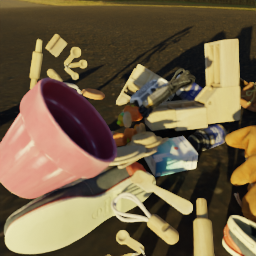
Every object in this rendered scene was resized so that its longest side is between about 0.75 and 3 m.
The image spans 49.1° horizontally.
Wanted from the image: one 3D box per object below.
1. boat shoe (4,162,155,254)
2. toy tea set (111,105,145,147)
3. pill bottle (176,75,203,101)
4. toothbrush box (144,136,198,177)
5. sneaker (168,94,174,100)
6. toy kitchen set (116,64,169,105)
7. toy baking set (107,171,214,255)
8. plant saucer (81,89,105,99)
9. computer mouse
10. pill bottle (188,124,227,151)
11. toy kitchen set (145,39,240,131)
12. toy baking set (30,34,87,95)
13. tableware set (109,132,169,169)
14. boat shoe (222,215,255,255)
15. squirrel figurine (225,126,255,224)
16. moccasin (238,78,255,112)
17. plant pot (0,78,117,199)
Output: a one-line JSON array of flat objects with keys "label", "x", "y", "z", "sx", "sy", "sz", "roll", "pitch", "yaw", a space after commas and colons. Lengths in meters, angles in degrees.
[{"label": "boat shoe", "x": -0.789, "y": 1.217, "z": 4.929, "sx": 2.788, "sy": 0.992, "sz": 0.872, "roll": -17, "pitch": 38, "yaw": -35}, {"label": "toy tea set", "x": -0.096, "y": -0.047, "z": 7.079, "sx": 0.557, "sy": 0.895, "sz": 1.505, "roll": 1, "pitch": 13, "yaw": 28}, {"label": "pill bottle", "x": 2.029, "y": -1.231, "z": 9.374, "sx": 1.154, "sy": 0.668, "sz": 0.668, "roll": 34, "pitch": 32, "yaw": -2}, {"label": "toothbrush box", "x": 0.975, "y": 0.647, "z": 6.518, "sx": 1.035, "sy": 0.441, "sz": 0.758, "roll": -8, "pitch": 34, "yaw": -14}, {"label": "sneaker", "x": 1.075, "y": -1.208, "z": 9.936, "sx": 1.190, "sy": 0.455, "sz": 0.479, "roll": 3, "pitch": 63, "yaw": 40}, {"label": "toy kitchen set", "x": 0.505, "y": -1.075, "z": 9.412, "sx": 1.396, "sy": 1.262, "sz": 1.547, "roll": 30, "pitch": -6, "yaw": -2}, {"label": "toy baking set", "x": 0.411, "y": 1.547, "z": 4.109, "sx": 1.658, "sy": 0.251, "sz": 2.161, "roll": -3, "pitch": 52, "yaw": 22}, {"label": "plant saucer", "x": -1.183, "y": -1.178, "z": 9.541, "sx": 0.796, "sy": 0.128, "sz": 0.796, "roll": 14, "pitch": 23, "yaw": -6}, {"label": "computer mouse", "x": 0.622, "y": -0.735, "z": 6.432, "sx": 1.266, "sy": 0.506, "sz": 2.308, "roll": -43, "pitch": 11, "yaw": -2}, {"label": "pill bottle", "x": 2.022, "y": 0.265, "z": 7.172, "sx": 0.973, "sy": 0.544, "sz": 0.544, "roll": -17, "pitch": 33, "yaw": -29}, {"label": "toy kitchen set", "x": 1.527, "y": -1.189, "z": 7.778, "sx": 2.323, "sy": 2.096, "sz": 1.895, "roll": -7, "pitch": 13, "yaw": -6}, {"label": "toy baking set", "x": -2.103, "y": -1.600, "z": 8.486, "sx": 1.743, "sy": 2.271, "sz": 0.264, "roll": 8, "pitch": 14, "yaw": -37}, {"label": "tableware set", "x": -0.408, "y": 0.497, "z": 6.296, "sx": 2.599, "sy": 0.302, "sz": 2.171, "roll": -5, "pitch": 14, "yaw": 33}, {"label": "boat shoe", "x": 2.302, "y": 1.905, "z": 4.147, "sx": 1.784, "sy": 0.558, "sz": 0.635, "roll": 22, "pitch": 33, "yaw": 32}, {"label": "squirrel figurine", "x": 2.681, "y": 0.821, "z": 4.878, "sx": 1.860, "sy": 1.316, "sz": 1.736, "roll": -31, "pitch": 23, "yaw": 45}, {"label": "moccasin", "x": 3.896, "y": -1.211, "z": 9.212, "sx": 0.725, "sy": 0.765, "sz": 1.982, "roll": -34, "pitch": 61, "yaw": -14}, {"label": "plant pot", "x": -1.151, "y": 0.264, "z": 4.117, "sx": 1.353, "sy": 1.512, "sz": 1.512, "roll": -38, "pitch": 25, "yaw": 15}]
